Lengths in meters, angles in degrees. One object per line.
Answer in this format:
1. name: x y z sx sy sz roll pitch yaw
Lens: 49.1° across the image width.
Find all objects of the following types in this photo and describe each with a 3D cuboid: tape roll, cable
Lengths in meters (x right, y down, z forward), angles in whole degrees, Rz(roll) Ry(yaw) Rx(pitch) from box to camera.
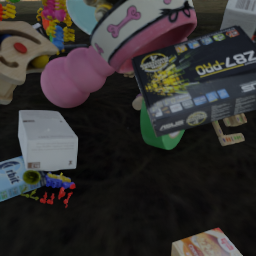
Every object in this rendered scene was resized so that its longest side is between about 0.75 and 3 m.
1. tape roll: 1.097 -0.650 7.271 0.574 2.390 2.390 15 31 26
2. cable: -0.286 -2.390 5.231 0.655 1.264 2.604 -16 5 12

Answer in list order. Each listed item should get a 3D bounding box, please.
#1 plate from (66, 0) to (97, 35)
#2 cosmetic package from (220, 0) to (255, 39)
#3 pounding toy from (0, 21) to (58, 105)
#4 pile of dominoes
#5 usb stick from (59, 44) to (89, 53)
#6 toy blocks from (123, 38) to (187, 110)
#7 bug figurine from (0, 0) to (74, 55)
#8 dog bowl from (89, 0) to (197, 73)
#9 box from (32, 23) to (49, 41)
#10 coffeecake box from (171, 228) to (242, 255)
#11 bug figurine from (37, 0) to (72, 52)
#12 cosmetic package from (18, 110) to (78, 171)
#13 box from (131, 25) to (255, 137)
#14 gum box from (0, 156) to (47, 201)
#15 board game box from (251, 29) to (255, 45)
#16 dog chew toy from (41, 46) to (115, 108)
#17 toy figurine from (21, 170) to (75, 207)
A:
1. plate: -0.998 -3.180 7.952 1.676 1.676 0.214 -27 -4 -41
2. cosmetic package: 4.007 -3.999 9.800 1.145 1.389 1.146 18 73 13
3. pounding toy: -2.532 -1.689 6.063 1.637 1.643 2.863 50 32 1
4. pile of dominoes: 1.856 -0.259 5.226 0.225 1.103 1.415 -28 -15 33
5. usb stick: -3.979 -4.999 17.740 2.932 0.478 0.813 -9 29 -16
6. toy blocks: 1.527 -1.965 9.634 2.787 2.605 2.346 13 36 27
7. bug figurine: -2.704 -3.158 7.773 2.469 1.915 0.635 13 -20 -33
8. dog bowl: 0.320 -1.602 4.710 1.860 0.686 1.860 -29 -1 -1
9. box: -3.320 -2.892 9.796 1.135 1.144 0.284 -33 56 -10
10. coffeecake box: 1.230 2.024 4.362 0.885 0.323 0.680 -10 29 -18
11. bug figurine: -2.545 -4.081 9.731 0.725 2.818 2.185 -6 65 -28
12. cosmetic package: -2.046 0.226 6.901 1.117 0.814 2.198 -1 18 -27
13. box: 0.997 -0.692 3.894 1.696 0.416 1.367 -16 52 3
14. gum box: -2.569 1.089 6.215 1.259 0.280 1.069 -18 32 -31
15. board game box: 5.478 -2.844 11.289 0.474 2.592 1.960 -16 31 -29
16. dog chew toy: -1.562 -1.846 9.423 2.826 1.760 1.760 -26 18 25
17. toy figurine: -1.584 1.226 5.964 1.156 0.610 0.693 8 0 14
